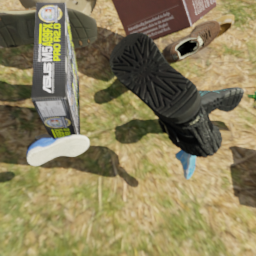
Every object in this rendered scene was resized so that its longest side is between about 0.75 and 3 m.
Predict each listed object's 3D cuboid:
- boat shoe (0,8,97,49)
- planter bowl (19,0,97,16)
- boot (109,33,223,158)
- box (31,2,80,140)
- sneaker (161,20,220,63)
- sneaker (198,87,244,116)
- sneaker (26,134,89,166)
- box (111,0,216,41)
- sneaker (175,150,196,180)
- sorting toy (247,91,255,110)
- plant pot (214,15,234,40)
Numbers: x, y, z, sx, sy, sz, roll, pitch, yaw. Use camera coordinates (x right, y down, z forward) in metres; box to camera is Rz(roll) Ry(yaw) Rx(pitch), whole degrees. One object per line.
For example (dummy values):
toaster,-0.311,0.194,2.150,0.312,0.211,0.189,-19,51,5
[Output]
boat shoe,-2.125,-2.614,7.084,2.659,1.006,0.982,-2,33,-14
planter bowl,-1.993,-4.188,8.713,1.598,2.374,2.374,44,65,12
boot,0.772,-0.632,5.935,1.017,2.021,2.703,-38,54,9
box,-1.496,-0.915,6.267,0.610,2.755,2.207,-4,67,-6
sneaker,1.886,-2.324,7.684,1.967,0.693,0.743,-34,26,-10
sneaker,2.237,-0.796,7.456,1.971,0.743,0.781,-15,39,-25
sneaker,-1.315,0.302,5.190,1.117,0.429,0.622,-19,29,-13
box,1.131,-4.256,8.857,2.221,2.198,2.677,-7,28,38
sneaker,1.340,0.838,6.730,0.305,0.768,0.501,-23,38,-39
sorting toy,3.997,-0.816,7.776,1.382,1.022,0.203,21,43,-24
plant pot,2.821,-3.201,9.304,1.513,1.513,0.208,-20,83,-14
